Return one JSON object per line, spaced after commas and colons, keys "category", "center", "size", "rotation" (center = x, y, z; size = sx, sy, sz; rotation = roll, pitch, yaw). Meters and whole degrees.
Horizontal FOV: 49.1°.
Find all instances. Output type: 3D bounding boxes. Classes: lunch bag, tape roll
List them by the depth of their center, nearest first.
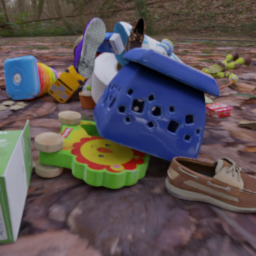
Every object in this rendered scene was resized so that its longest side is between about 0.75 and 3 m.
{"category": "lunch bag", "center": [2.997, -0.549, 9.224], "size": [0.806, 0.330, 0.710], "rotation": [-11, 29, -25]}
{"category": "tape roll", "center": [0.245, -1.502, 9.340], "size": [2.946, 1.030, 2.946], "rotation": [6, 41, -6]}

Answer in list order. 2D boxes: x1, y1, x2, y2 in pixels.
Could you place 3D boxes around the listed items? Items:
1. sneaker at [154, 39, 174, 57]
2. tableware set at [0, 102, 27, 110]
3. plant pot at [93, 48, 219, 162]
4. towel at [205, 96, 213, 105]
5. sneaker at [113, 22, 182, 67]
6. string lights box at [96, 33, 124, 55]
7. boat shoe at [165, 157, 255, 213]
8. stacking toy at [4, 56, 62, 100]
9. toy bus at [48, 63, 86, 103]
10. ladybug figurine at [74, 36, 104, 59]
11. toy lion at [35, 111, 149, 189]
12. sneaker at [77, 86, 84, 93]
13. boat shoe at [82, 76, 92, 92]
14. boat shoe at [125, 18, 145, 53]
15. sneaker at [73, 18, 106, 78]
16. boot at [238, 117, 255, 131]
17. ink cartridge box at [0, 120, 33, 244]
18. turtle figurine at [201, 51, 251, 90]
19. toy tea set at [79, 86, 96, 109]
{"category": "sneaker", "center": [0.795, -1.626, 7.245], "size": [0.486, 1.315, 0.541], "rotation": [30, 56, 22]}
{"category": "tableware set", "center": [-4.177, -0.777, 10.035], "size": [1.012, 0.117, 0.845], "rotation": [4, 22, 8]}
{"category": "plant pot", "center": [0.555, -0.588, 6.115], "size": [2.092, 1.881, 2.092], "rotation": [20, 12, -15]}
{"category": "towel", "center": [2.657, -1.085, 10.660], "size": [0.857, 0.211, 1.155], "rotation": [-2, 22, -8]}
{"category": "sneaker", "center": [0.502, -2.373, 8.892], "size": [1.194, 1.131, 2.955], "rotation": [-17, 54, -34]}
{"category": "string lights box", "center": [-0.638, -2.362, 7.797], "size": [0.974, 0.500, 0.287], "rotation": [16, 60, 30]}
{"category": "boat shoe", "center": [1.682, 0.937, 4.940], "size": [2.042, 0.733, 0.773], "rotation": [5, 23, 12]}
{"category": "stacking toy", "center": [-3.545, -2.045, 11.723], "size": [1.685, 1.593, 2.903], "rotation": [-1, 9, 25]}
{"category": "toy bus", "center": [-2.359, -1.882, 11.418], "size": [0.816, 0.982, 2.508], "rotation": [39, 18, -13]}
{"category": "ladybug figurine", "center": [-1.100, -2.765, 10.246], "size": [1.481, 0.785, 2.183], "rotation": [-23, -10, 23]}
{"category": "toy lion", "center": [-0.697, 0.469, 6.234], "size": [2.323, 0.832, 2.424], "rotation": [8, 22, 1]}
{"category": "sneaker", "center": [-1.699, -1.702, 11.900], "size": [0.561, 0.477, 1.230], "rotation": [7, 21, 26]}
{"category": "boat shoe", "center": [-1.114, -1.911, 11.431], "size": [0.787, 0.886, 2.408], "rotation": [35, 36, -5]}
{"category": "boat shoe", "center": [0.195, -2.241, 6.993], "size": [0.399, 1.134, 0.399], "rotation": [14, -21, -16]}
{"category": "sneaker", "center": [-1.149, -2.184, 7.522], "size": [0.543, 1.563, 0.777], "rotation": [11, 12, -40]}
{"category": "boot", "center": [3.693, -0.157, 8.269], "size": [0.762, 0.276, 0.634], "rotation": [11, 26, 34]}
{"category": "ink cartridge box", "center": [-2.141, 0.764, 4.801], "size": [0.661, 1.158, 2.231], "rotation": [-3, 22, -10]}
{"category": "turtle figurine", "center": [2.406, -1.553, 7.400], "size": [1.387, 0.554, 1.720], "rotation": [-31, 22, -12]}
{"category": "toy tea set", "center": [-0.532, -1.534, 10.568], "size": [1.770, 1.102, 2.977], "rotation": [12, 25, 27]}
